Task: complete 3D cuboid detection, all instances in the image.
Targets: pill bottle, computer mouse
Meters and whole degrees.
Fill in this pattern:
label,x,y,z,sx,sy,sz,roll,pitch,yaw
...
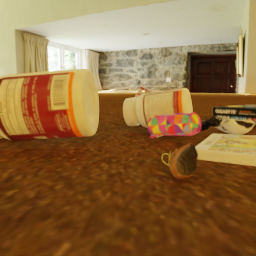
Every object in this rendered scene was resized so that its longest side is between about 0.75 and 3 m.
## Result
label,x,y,z,sx,sy,sz,roll,pitch,yaw
pill bottle,0.823,-0.518,7.768,1.764,0.966,0.966,-5,7,21
pill bottle,-1.920,-0.445,5.805,2.421,1.382,1.382,-3,8,8
computer mouse,2.662,-0.019,7.396,1.623,0.356,0.890,4,-14,-20

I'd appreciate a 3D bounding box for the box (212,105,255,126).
label,x,y,z,sx,sy,sz,roll,pitch,yaw
box,4.610,-0.454,9.735,2.052,0.594,2.582,-6,9,-33

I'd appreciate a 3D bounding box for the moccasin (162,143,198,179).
label,x,y,z,sx,sy,sz,roll,pitch,yaw
moccasin,0.774,0.495,4.215,0.428,0.406,1.109,-24,7,21

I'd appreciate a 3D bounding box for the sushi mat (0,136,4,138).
label,x,y,z,sx,sy,sz,roll,pitch,yaw
sushi mat,-2.767,0.146,6.957,1.073,0.065,0.513,-12,2,-9

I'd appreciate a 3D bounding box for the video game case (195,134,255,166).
label,x,y,z,sx,sy,sz,roll,pitch,yaw
video game case,2.543,0.417,5.595,2.076,0.238,1.889,4,10,28

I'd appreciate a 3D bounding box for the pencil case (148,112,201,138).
label,x,y,z,sx,sy,sz,roll,pitch,yaw
pencil case,1.033,-0.050,6.457,0.553,0.553,1.251,-9,2,-44

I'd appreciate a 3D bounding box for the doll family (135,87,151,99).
label,x,y,z,sx,sy,sz,roll,pitch,yaw
doll family,0.775,-0.648,9.426,1.596,0.990,0.719,25,16,1
